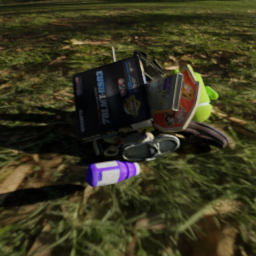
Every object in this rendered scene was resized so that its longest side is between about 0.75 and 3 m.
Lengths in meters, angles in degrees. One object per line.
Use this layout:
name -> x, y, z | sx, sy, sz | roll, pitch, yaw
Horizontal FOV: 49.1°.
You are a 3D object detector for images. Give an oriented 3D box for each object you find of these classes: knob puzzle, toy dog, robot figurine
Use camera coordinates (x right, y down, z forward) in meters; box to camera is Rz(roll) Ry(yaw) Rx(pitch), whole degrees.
knob puzzle -> 1.565, -0.879, 9.909 | 0.365, 2.632, 2.632 | 27, 15, -34
toy dog -> 0.007, 0.314, 10.186 | 1.917, 0.923, 1.264 | -1, 34, -2
robot figurine -> 2.440, -1.212, 11.229 | 2.120, 2.417, 1.398 | -18, -6, -1

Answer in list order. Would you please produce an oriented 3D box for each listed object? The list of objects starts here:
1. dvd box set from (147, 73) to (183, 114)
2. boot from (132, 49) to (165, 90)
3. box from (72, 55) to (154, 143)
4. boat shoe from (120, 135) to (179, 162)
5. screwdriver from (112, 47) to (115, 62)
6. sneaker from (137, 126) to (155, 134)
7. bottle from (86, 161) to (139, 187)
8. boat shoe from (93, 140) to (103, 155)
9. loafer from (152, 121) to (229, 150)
dvd box set -> 1.202, -1.151, 9.827 | 0.252, 1.255, 1.716 | 13, -8, -28
boot -> 0.802, -1.594, 11.281 | 2.897, 1.892, 0.981 | 45, 24, -6
box -> -0.624, -1.066, 10.244 | 2.717, 0.680, 2.737 | -14, 66, 10
boat shoe -> 0.741, 0.747, 9.408 | 2.005, 0.758, 0.605 | -15, 10, 5
screwdriver -> -0.511, -2.539, 12.554 | 0.373, 2.564, 0.358 | -12, -17, 29
sneaker -> 0.441, -0.157, 11.279 | 1.418, 0.542, 0.535 | 17, 55, 33
bottle -> -0.402, 1.246, 7.826 | 1.497, 0.625, 0.489 | -5, 37, -28
boat shoe -> -1.099, 0.701, 10.198 | 0.242, 0.304, 0.803 | 4, 41, -24
loafer -> 2.237, 0.198, 10.460 | 2.840, 1.021, 0.894 | 27, 69, 19
